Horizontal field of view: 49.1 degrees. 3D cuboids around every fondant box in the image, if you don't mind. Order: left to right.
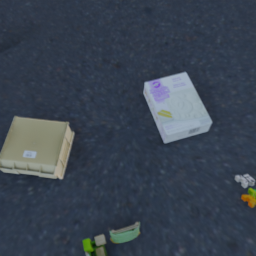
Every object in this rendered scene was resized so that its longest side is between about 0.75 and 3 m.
[{"bbox_3d":[1.658,-0.742,9.788,1.620,0.654,2.246,-15,61,-8],"label":"fondant box"}]

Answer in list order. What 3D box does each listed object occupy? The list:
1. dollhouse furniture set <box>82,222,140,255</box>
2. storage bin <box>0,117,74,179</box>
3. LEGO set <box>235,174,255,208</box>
[{"bbox_3d":[-0.323,3.179,7.404,1.543,1.011,0.775,-15,62,-9],"label":"dollhouse furniture set"},{"bbox_3d":[-2.868,0.661,8.906,1.825,0.855,1.812,7,62,3],"label":"storage bin"},{"bbox_3d":[3.948,2.076,8.129,0.727,0.676,1.772,-11,31,-18],"label":"LEGO set"}]
